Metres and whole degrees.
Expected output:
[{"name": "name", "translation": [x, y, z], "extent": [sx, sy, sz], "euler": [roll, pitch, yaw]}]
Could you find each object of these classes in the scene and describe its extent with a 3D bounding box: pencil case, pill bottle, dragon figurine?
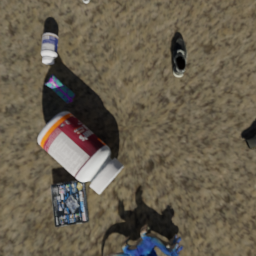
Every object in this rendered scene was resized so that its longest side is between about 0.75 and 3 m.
[{"name": "pencil case", "translation": [-2.630, -1.490, 10.854], "extent": [0.506, 0.550, 1.190], "euler": [-45, 117, 4]}, {"name": "pill bottle", "translation": [-1.686, 0.907, 10.185], "extent": [2.955, 1.619, 1.619], "euler": [41, 83, 5]}, {"name": "pill bottle", "translation": [-3.181, -3.176, 11.322], "extent": [0.627, 0.627, 1.129], "euler": [3, 82, 1]}, {"name": "dragon figurine", "translation": [0.528, 4.510, 10.015], "extent": [2.940, 0.865, 1.461], "euler": [-32, 82, -6]}]

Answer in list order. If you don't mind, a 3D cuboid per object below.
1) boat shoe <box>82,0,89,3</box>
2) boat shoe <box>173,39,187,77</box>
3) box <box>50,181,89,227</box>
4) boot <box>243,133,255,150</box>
[{"name": "boat shoe", "translation": [-1.849, -5.759, 11.893], "extent": [0.319, 0.287, 0.901], "euler": [-10, 81, -1]}, {"name": "boat shoe", "translation": [2.128, -2.907, 11.320], "extent": [0.585, 0.551, 1.629], "euler": [4, 77, 3]}, {"name": "box", "translation": [-2.184, 2.824, 10.527], "extent": [1.257, 0.364, 1.581], "euler": [-9, 81, -1]}, {"name": "boot", "translation": [5.172, 0.792, 10.835], "extent": [0.890, 0.499, 1.287], "euler": [-28, 69, 0]}]
